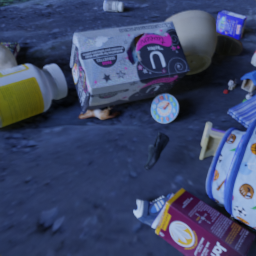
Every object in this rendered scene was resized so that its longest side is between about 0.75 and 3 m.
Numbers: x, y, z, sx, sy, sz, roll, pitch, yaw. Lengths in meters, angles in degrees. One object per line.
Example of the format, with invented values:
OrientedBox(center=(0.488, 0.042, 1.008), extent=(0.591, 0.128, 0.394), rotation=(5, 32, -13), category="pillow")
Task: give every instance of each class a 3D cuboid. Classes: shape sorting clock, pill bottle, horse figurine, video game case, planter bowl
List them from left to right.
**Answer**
OrientedBox(center=(-5.399, -2.844, 11.056), extent=(1.843, 0.330, 1.671), rotation=(-4, 43, -4), category="video game case")
OrientedBox(center=(-3.215, -0.991, 8.167), extent=(2.667, 1.494, 1.494), rotation=(-25, 48, -30), category="pill bottle")
OrientedBox(center=(-0.863, -0.503, 8.559), extent=(1.185, 0.296, 0.785), rotation=(12, 49, 9), category="horse figurine")
OrientedBox(center=(-0.765, -6.384, 14.718), extent=(0.956, 0.544, 0.544), rotation=(9, 44, 8), category="pill bottle")
OrientedBox(center=(1.062, -0.567, 8.232), extent=(0.868, 0.868, 0.170), rotation=(33, 11, 30), category="shape sorting clock")
OrientedBox(center=(2.176, -2.830, 9.979), extent=(2.168, 2.168, 1.459), rotation=(-5, 69, -5), category="planter bowl")

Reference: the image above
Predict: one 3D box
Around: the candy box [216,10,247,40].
OrientedBox(center=(4.533, -4.548, 12.418), extent=(1.165, 0.985, 0.449), rotation=(32, 55, 29), category="candy box")

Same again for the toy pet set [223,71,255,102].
OrientedBox(center=(3.992, -1.389, 9.279), extent=(1.100, 0.626, 1.178), rotation=(-34, 53, -31), category="toy pet set")

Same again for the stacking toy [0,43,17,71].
OrientedBox(center=(-4.985, -2.316, 9.524), extent=(2.048, 2.048, 2.803), rotation=(-18, 36, -19), category="stacking toy")

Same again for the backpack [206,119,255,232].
OrientedBox(center=(2.519, 0.859, 5.223), extent=(1.791, 2.214, 2.325), rotation=(12, 74, 27), category="backpack")

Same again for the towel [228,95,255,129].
OrientedBox(center=(4.209, -0.157, 8.068), extent=(1.586, 0.261, 2.191), rotation=(-26, 54, -24), category="towel")

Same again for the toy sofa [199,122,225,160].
OrientedBox(center=(2.896, 0.464, 7.134), extent=(1.988, 0.823, 0.970), rotation=(15, 45, 15), category="toy sofa")

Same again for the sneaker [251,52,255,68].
OrientedBox(center=(5.875, -2.770, 10.469), extent=(2.413, 1.025, 0.929), rotation=(-8, 43, -9), category="sneaker")

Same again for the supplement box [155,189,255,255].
OrientedBox(center=(1.350, 1.933, 5.104), extent=(1.507, 0.832, 0.646), rotation=(30, 33, 28), category="supplement box")

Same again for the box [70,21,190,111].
OrientedBox(center=(-0.040, -1.705, 7.984), extent=(2.829, 1.869, 1.623), rotation=(-14, 80, -18), category="box")

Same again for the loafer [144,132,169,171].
OrientedBox(center=(0.625, 0.556, 6.750), extent=(0.357, 0.345, 1.017), rotation=(35, 68, -5), category="loafer")

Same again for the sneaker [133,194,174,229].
OrientedBox(center=(0.544, 1.667, 6.160), extent=(0.696, 0.383, 0.950), rotation=(29, 55, 22), category="sneaker")

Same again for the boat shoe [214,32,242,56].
OrientedBox(center=(3.620, -3.626, 11.546), extent=(2.283, 0.821, 0.776), rotation=(23, 48, 22), category="boat shoe")
